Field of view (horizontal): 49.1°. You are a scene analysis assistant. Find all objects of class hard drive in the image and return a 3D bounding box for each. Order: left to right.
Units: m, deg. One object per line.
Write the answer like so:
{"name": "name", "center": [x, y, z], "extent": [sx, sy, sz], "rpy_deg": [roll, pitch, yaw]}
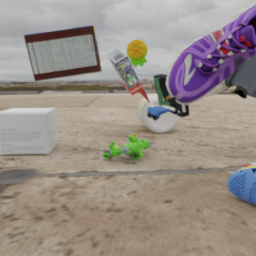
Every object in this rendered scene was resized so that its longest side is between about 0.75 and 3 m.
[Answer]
{"name": "hard drive", "center": [1.726, -1.360, 11.339], "extent": [0.405, 1.497, 2.142], "rpy_deg": [-17, 19, -15]}

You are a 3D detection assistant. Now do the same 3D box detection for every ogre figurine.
{"name": "ogre figurine", "center": [0.102, 0.699, 9.720], "extent": [1.757, 0.862, 1.054], "rpy_deg": [11, -15, -34]}

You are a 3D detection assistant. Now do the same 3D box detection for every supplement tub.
{"name": "supplement tub", "center": [1.494, -0.829, 14.945], "extent": [1.861, 1.861, 2.566], "rpy_deg": [-1, 10, -7]}

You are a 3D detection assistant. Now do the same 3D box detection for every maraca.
{"name": "maraca", "center": [0.406, -3.381, 12.703], "extent": [0.979, 1.428, 0.764], "rpy_deg": [-8, -19, 10]}

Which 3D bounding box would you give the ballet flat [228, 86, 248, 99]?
{"name": "ballet flat", "center": [3.106, -1.006, 7.838], "extent": [0.882, 0.251, 0.293], "rpy_deg": [8, -21, -38]}

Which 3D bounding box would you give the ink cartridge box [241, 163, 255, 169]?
{"name": "ink cartridge box", "center": [3.743, 1.246, 7.487], "extent": [1.136, 0.471, 0.828], "rpy_deg": [-5, 11, -24]}

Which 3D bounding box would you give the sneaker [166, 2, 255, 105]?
{"name": "sneaker", "center": [1.940, -1.589, 5.556], "extent": [2.841, 1.145, 1.185], "rpy_deg": [-41, 4, 10]}

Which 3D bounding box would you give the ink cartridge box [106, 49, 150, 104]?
{"name": "ink cartridge box", "center": [0.024, -2.228, 12.857], "extent": [0.661, 2.625, 1.430], "rpy_deg": [-31, 35, -2]}

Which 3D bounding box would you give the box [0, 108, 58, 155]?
{"name": "box", "center": [-3.798, 0.071, 10.814], "extent": [1.830, 1.576, 1.839], "rpy_deg": [-1, 10, -3]}

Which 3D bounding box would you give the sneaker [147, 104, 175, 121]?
{"name": "sneaker", "center": [0.943, -0.416, 8.215], "extent": [0.854, 0.475, 0.328], "rpy_deg": [10, -1, 29]}

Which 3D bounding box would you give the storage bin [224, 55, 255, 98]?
{"name": "storage bin", "center": [4.744, -1.992, 10.039], "extent": [1.490, 2.047, 1.375], "rpy_deg": [11, 30, -22]}

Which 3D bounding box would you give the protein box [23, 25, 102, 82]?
{"name": "protein box", "center": [-1.582, -1.982, 7.245], "extent": [1.620, 1.093, 1.609], "rpy_deg": [-9, 20, -4]}

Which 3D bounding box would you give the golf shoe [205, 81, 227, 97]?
{"name": "golf shoe", "center": [4.023, -2.200, 10.913], "extent": [2.822, 1.063, 1.291], "rpy_deg": [-39, 10, 16]}

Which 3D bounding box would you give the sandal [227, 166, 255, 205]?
{"name": "sandal", "center": [3.116, 1.392, 5.800], "extent": [2.205, 0.876, 0.960], "rpy_deg": [7, 17, 41]}
